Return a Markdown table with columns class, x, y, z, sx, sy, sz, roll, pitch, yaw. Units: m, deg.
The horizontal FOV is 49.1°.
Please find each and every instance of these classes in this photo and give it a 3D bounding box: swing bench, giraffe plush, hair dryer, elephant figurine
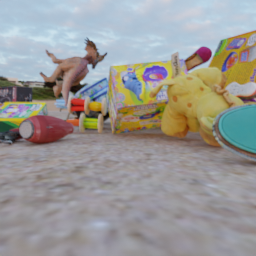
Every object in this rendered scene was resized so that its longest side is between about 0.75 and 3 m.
| class | x | y | z | sx | sy | sz | roll | pitch | yaw |
| --- | --- | --- | --- | --- | --- | --- | --- | --- | --- |
| swing bench | -2.731 | -1.079 | 13.238 | 0.742 | 1.144 | 1.138 | -6 | 32 | -27 |
| giraffe plush | 1.873 | -0.433 | 6.423 | 1.928 | 2.052 | 2.378 | 46 | -4 | 44 |
| hair dryer | -2.619 | 0.017 | 7.102 | 2.586 | 0.702 | 1.969 | -1 | 4 | -26 |
| elephant figurine | -2.076 | -1.019 | 14.308 | 1.646 | 1.805 | 2.327 | -36 | 27 | -29 |

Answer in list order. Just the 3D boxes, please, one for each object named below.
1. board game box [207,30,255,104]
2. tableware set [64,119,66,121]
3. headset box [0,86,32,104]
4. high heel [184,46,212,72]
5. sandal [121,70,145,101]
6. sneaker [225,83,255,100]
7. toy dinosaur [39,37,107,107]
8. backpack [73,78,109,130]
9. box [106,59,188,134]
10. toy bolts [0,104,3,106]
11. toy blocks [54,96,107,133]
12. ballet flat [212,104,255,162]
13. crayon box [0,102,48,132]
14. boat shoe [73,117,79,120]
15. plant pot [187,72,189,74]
| class | x | y | z | sx | sy | sz | roll | pitch | yaw |
| --- | --- | --- | --- | --- | --- | --- | --- | --- | --- |
| board game box | 3.937 | -1.317 | 8.567 | 2.304 | 2.306 | 2.304 | 30 | -8 | -24 |
| tableware set | -3.976 | -0.451 | 16.668 | 0.883 | 0.135 | 0.595 | 2 | 5 | 15 |
| headset box | -5.550 | -1.047 | 13.465 | 2.430 | 1.806 | 0.911 | 2 | 3 | 35 |
| high heel | 2.435 | -2.447 | 10.562 | 0.895 | 0.627 | 1.861 | -39 | 3 | -12 |
| sandal | 0.140 | -1.004 | 6.790 | 0.511 | 0.466 | 1.173 | -5 | 33 | -7 |
| sneaker | 2.540 | -0.744 | 6.235 | 0.420 | 0.395 | 1.025 | 30 | -1 | -20 |
| toy dinosaur | -1.345 | -1.602 | 7.421 | 1.590 | 1.007 | 2.346 | -16 | 37 | 7 |
| backpack | -1.048 | -1.135 | 11.058 | 2.034 | 1.494 | 1.861 | -23 | 12 | 14 |
| box | 0.539 | -0.871 | 8.438 | 2.146 | 1.309 | 2.067 | -8 | -19 | -10 |
| toy bolts | -5.346 | -0.433 | 12.010 | 1.077 | 1.029 | 0.747 | 19 | -13 | -33 |
| toy blocks | -1.731 | -0.484 | 9.642 | 1.804 | 0.655 | 1.504 | 3 | 47 | 5 |
| ballet flat | 2.745 | 0.140 | 4.679 | 2.872 | 1.066 | 1.066 | 0 | 4 | -1 |
| crayon box | -3.851 | -0.371 | 9.818 | 1.568 | 0.530 | 1.817 | 1 | 24 | 0 |
| boat shoe | -1.897 | -0.316 | 12.519 | 1.133 | 0.376 | 0.419 | -2 | 35 | -3 |
| plant pot | 1.747 | -1.249 | 11.052 | 1.801 | 1.984 | 1.975 | 25 | -12 | -23 |
